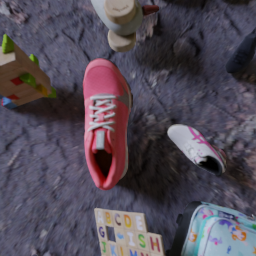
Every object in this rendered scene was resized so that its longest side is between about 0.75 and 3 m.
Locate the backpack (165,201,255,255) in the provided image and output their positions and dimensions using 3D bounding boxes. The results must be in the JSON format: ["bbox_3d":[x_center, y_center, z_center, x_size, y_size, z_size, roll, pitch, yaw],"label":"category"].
[{"bbox_3d":[2.223,2.843,5.789,2.471,1.861,2.194,21,81,-2],"label":"backpack"}]

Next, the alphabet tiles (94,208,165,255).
[{"bbox_3d":[0.018,2.547,5.627,0.078,2.068,1.729,-6,85,-39],"label":"alphabet tiles"}]

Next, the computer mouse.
[{"bbox_3d":[3.144,-2.277,6.550,0.418,2.454,0.719,41,38,16],"label":"computer mouse"}]

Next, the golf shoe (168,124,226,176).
[{"bbox_3d":[1.589,0.482,6.426,1.580,0.727,0.573,34,118,3],"label":"golf shoe"}]

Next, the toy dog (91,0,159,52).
[{"bbox_3d":[-0.286,-3.316,6.753,1.345,1.842,2.793,-26,94,-10],"label":"toy dog"}]

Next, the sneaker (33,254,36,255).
[{"bbox_3d":[-2.160,3.011,6.034,0.908,0.299,0.356,-42,72,34],"label":"sneaker"}]

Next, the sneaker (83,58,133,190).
[{"bbox_3d":[-0.437,-0.030,6.045,1.075,1.265,2.918,-3,102,6],"label":"sneaker"}]

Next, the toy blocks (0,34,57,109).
[{"bbox_3d":[-2.756,-1.112,6.486,1.335,1.953,0.976,-19,65,8],"label":"toy blocks"}]
